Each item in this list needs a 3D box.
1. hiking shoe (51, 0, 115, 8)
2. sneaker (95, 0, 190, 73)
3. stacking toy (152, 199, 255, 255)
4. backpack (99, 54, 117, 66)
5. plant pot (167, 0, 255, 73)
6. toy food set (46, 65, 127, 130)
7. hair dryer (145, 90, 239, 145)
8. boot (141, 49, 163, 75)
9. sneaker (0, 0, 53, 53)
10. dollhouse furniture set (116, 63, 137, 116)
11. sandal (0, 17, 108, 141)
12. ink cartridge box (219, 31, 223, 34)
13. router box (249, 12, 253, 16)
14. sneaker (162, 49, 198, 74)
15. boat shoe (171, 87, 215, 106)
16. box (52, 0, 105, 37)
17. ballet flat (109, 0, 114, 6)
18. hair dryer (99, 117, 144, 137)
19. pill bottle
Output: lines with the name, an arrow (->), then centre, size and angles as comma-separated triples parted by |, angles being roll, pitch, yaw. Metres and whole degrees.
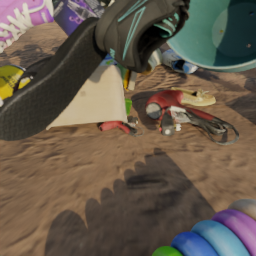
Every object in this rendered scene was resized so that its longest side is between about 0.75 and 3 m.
hiking shoe -> -1.213, -4.068, 8.649 | 2.578, 0.959, 1.118 | -19, 60, -3
sneaker -> 0.535, -1.659, 3.479 | 0.838, 2.224, 0.881 | 13, 33, -52
stacking toy -> 0.466, 1.745, 3.017 | 2.812, 1.200, 1.200 | -14, 31, -18
backpack -> -1.014, -3.525, 12.729 | 1.962, 1.849, 2.405 | 23, 52, 30
plant pot -> 1.618, -1.699, 4.225 | 1.989, 1.989, 1.339 | 16, 3, 28
toy food set -> -1.190, -0.797, 7.590 | 2.175, 1.561, 0.657 | -6, -13, -4
hair dryer -> 1.518, -0.339, 7.700 | 2.133, 0.761, 2.801 | 11, 30, -15
boot -> 0.495, -3.470, 12.232 | 2.262, 0.815, 1.749 | 48, 39, -2
sneaker -> -2.029, -1.717, 4.679 | 1.349, 2.365, 0.857 | 16, -2, 1
dollhouse furniture set -> -0.384, -1.282, 8.078 | 0.816, 1.626, 1.065 | 0, 27, -30
sandal -> -1.125, -0.729, 4.194 | 0.542, 0.851, 2.263 | 36, 80, 31
ink cartridge box -> 2.553, -3.503, 9.163 | 0.744, 1.785, 1.295 | 0, 29, -26
router box -> 2.682, -1.974, 4.726 | 1.102, 0.822, 0.281 | -15, 33, 45
sneaker -> 2.074, -2.916, 12.262 | 0.841, 0.834, 2.320 | -19, 30, -21
boat shoe -> 2.061, -1.011, 8.949 | 1.445, 0.453, 0.530 | 4, 28, 8
box -> -1.085, -2.639, 6.802 | 0.953, 1.288, 0.672 | -34, 16, 33
ballet flat -> -0.173, -2.339, 5.256 | 0.766, 0.241, 0.263 | -31, -5, 15
hair dryer -> -0.194, -0.079, 7.328 | 1.132, 0.308, 0.863 | -5, 29, -7
pill bottle -> -3.651, -0.780, 7.549 | 1.336, 1.336, 2.385 | 7, 29, 13
